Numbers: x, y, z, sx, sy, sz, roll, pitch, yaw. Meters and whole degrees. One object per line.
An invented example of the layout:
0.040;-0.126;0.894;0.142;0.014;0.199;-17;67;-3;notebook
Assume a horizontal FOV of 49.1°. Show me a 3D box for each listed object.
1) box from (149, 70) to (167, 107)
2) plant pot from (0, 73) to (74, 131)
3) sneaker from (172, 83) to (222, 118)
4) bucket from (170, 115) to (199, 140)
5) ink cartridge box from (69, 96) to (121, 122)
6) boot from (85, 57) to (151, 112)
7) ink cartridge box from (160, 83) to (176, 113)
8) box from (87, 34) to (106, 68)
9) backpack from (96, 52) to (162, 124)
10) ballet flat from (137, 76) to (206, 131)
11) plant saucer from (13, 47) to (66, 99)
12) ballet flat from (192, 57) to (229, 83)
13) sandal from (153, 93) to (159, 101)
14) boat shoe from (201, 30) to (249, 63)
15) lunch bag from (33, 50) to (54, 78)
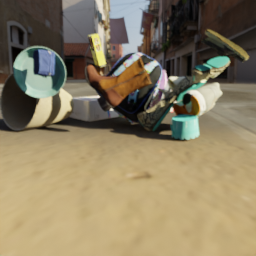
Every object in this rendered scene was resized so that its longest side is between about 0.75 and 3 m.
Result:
0.852;-1.812;13.552;2.093;1.012;1.841;-2;-22;13;box
-3.115;-0.895;10.297;2.035;2.035;2.173;8;3;34;plant pot
2.322;-0.747;9.360;1.195;0.983;2.597;-27;-4;-8;sneaker
1.689;-0.040;8.378;0.865;0.563;0.865;-4;16;1;bucket
-1.341;-0.902;12.288;2.073;0.870;1.501;-11;16;-43;ink cartridge box
-0.368;-1.632;8.679;1.791;1.686;0.613;-33;-22;19;boot
1.642;-1.248;10.851;0.500;1.193;0.861;21;4;15;ink cartridge box
-1.005;-2.468;8.993;0.252;1.007;0.379;-24;26;-21;box
0.187;-1.594;10.538;2.047;2.242;1.508;33;-10;23;backpack
1.389;-1.086;9.540;2.731;1.028;0.926;-43;-11;-5;ballet flat
-2.628;-1.656;8.414;1.515;1.515;0.272;-1;16;-7;plant saucer
2.550;-1.787;8.843;1.645;0.619;0.558;-26;50;-33;ballet flat
0.883;-1.380;11.816;1.145;0.430;0.274;-9;49;-46;sandal
2.796;-2.314;8.194;1.475;0.485;0.527;41;37;17;boat shoe
-2.323;-1.766;7.822;0.516;0.781;0.530;-4;13;-36;lunch bag
